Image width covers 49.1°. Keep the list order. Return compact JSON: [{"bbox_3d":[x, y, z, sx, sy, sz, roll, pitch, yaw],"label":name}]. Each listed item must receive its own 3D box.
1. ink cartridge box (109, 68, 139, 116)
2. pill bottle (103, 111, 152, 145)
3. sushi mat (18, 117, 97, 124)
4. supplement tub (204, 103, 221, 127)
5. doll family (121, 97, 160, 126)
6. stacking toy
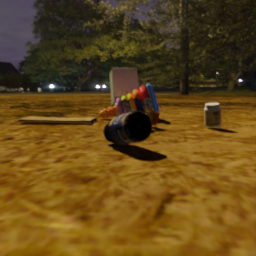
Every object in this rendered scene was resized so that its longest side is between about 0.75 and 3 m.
[{"bbox_3d":[-0.164,-1.724,14.295,1.355,2.611,0.774,-1,-16,-15],"label":"ink cartridge box"},{"bbox_3d":[-0.071,0.040,6.699,0.720,0.720,1.287,-5,-5,-32],"label":"pill bottle"},{"bbox_3d":[-2.813,-0.325,11.415,2.961,0.179,1.417,1,8,5],"label":"sushi mat"},{"bbox_3d":[2.912,-0.447,9.675,0.559,0.768,0.559,-6,14,1],"label":"supplement tub"},{"bbox_3d":[0.544,-0.514,9.599,0.748,1.030,1.660,-31,-23,37],"label":"doll family"},{"bbox_3d":[-0.039,-0.925,12.437,2.616,1.436,1.518,-15,-6,2],"label":"stacking toy"}]
